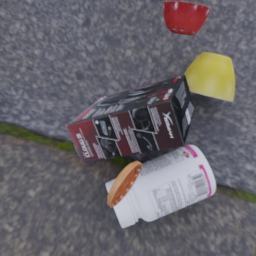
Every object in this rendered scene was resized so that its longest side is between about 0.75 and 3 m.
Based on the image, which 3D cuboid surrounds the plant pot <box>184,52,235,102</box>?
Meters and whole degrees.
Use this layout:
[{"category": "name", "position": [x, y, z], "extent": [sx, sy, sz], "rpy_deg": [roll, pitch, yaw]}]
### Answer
[{"category": "plant pot", "position": [2.413, -1.545, 8.241], "extent": [1.651, 1.651, 1.172], "rpy_deg": [14, 102, 4]}]

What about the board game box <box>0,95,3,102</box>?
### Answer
[{"category": "board game box", "position": [-4.759, -0.721, 8.873], "extent": [1.350, 0.416, 1.349], "rpy_deg": [36, 76, 10]}]

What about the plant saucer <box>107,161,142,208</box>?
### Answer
[{"category": "plant saucer", "position": [-0.092, 1.177, 5.962], "extent": [0.180, 1.113, 1.113], "rpy_deg": [33, 76, 19]}]

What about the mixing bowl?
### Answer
[{"category": "mixing bowl", "position": [1.461, -2.838, 7.371], "extent": [1.276, 1.276, 0.691], "rpy_deg": [11, 106, 3]}]

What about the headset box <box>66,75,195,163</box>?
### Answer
[{"category": "headset box", "position": [0.051, -0.239, 7.283], "extent": [2.975, 2.214, 1.149], "rpy_deg": [-11, 110, 25]}]

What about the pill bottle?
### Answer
[{"category": "pill bottle", "position": [0.836, 1.603, 7.634], "extent": [2.655, 1.505, 1.505], "rpy_deg": [-21, 75, -6]}]
